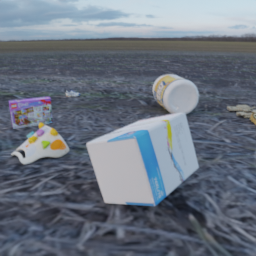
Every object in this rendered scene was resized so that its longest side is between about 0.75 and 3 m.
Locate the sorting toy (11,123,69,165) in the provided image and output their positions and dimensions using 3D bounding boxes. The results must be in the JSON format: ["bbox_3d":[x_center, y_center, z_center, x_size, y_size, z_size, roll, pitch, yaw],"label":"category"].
[{"bbox_3d":[-2.985,0.608,9.022,1.564,0.836,1.408,19,46,42],"label":"sorting toy"}]

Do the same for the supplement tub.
[{"bbox_3d":[2.210,-1.684,13.657,1.686,1.686,2.330,-4,20,-12],"label":"supplement tub"}]

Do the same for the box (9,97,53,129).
[{"bbox_3d":[-4.009,-0.639,11.630,1.622,1.110,0.317,-9,22,-25],"label":"box"}]

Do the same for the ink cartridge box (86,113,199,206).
[{"bbox_3d":[0.426,0.677,6.725,1.531,1.524,2.087,-10,9,42],"label":"ink cartridge box"}]

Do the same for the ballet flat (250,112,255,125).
[{"bbox_3d":[5.494,-0.317,11.745,0.463,0.425,1.349,-1,20,-4],"label":"ballet flat"}]

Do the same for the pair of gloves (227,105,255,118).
[{"bbox_3d":[5.595,-0.778,13.266,1.319,0.272,1.551,-7,19,-8],"label":"pair of gloves"}]

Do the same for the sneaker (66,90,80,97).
[{"bbox_3d":[-3.278,-2.059,16.645,0.832,0.367,0.313,-4,19,-13],"label":"sneaker"}]
